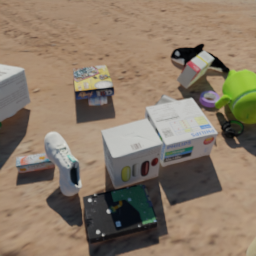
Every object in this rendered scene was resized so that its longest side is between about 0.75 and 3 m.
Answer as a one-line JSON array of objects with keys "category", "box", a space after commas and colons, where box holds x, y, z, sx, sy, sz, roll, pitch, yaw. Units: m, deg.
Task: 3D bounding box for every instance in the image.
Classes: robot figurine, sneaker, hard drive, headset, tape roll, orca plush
[{"category": "robot figurine", "box": [4.705, -1.244, 11.154, 2.269, 1.496, 2.586, -2, 45, -4]}, {"category": "sneaker", "box": [-1.918, 1.011, 8.743, 0.799, 0.940, 2.125, -17, 78, -39]}, {"category": "hard drive", "box": [-0.264, 2.480, 8.265, 1.986, 0.376, 1.387, -11, 47, -10]}, {"category": "headset", "box": [3.754, 0.032, 10.550, 1.187, 0.558, 0.733, -18, 46, 2]}, {"category": "tape roll", "box": [3.486, -1.234, 12.005, 0.791, 0.259, 0.791, 0, 46, 0]}, {"category": "orca plush", "box": [3.536, -3.492, 13.645, 2.981, 1.060, 1.569, 33, 54, 28]}]

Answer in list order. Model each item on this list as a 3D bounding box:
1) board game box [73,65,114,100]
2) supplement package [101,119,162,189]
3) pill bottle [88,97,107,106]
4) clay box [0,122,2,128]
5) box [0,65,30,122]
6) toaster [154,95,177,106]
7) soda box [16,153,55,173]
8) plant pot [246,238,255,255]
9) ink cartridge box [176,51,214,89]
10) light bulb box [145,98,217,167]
[{"category": "board game box", "box": [-1.586, -2.071, 12.416, 1.609, 0.411, 2.375, -8, 35, -8]}, {"category": "supplement package", "box": [0.093, 0.843, 8.998, 1.579, 1.652, 1.215, -15, 47, -13]}, {"category": "pill bottle", "box": [-1.283, -1.159, 11.825, 0.754, 0.410, 0.410, -2, 46, -2]}, {"category": "clay box", "box": [-5.987, 0.136, 10.498, 2.048, 0.487, 1.177, 0, 46, 0]}, {"category": "box", "box": [-5.527, -1.350, 10.760, 2.386, 1.560, 2.374, 12, 32, 17]}, {"category": "toaster", "box": [1.543, -0.795, 11.286, 0.788, 0.693, 1.220, 26, 52, 18]}, {"category": "soda box", "box": [-3.142, 1.178, 9.527, 1.229, 0.420, 0.391, -9, 46, -8]}, {"category": "plant pot", "box": [3.783, 3.263, 6.410, 1.695, 2.524, 2.524, -25, 39, 26]}, {"category": "ink cartridge box", "box": [3.056, -2.651, 12.711, 0.641, 1.115, 1.537, 43, 57, 12]}, {"category": "light bulb box", "box": [1.778, 0.118, 10.008, 1.917, 1.207, 1.934, -12, 47, -12]}]
